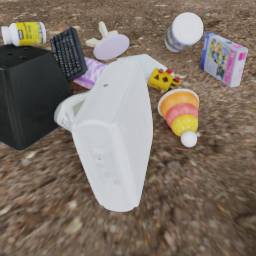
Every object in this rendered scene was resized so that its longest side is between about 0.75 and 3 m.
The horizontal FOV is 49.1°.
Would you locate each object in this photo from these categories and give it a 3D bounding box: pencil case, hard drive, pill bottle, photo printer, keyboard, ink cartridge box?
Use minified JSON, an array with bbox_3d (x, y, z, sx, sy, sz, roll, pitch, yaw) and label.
[{"bbox_3d":[-1.498,-1.857,9.434,2.367,0.993,1.012,21,36,27],"label":"pencil case"},{"bbox_3d":[0.614,-2.277,10.670,1.360,0.275,2.062,-14,37,-21],"label":"hard drive"},{"bbox_3d":[-2.688,-2.420,7.243,1.000,0.562,0.562,-14,37,-26],"label":"pill bottle"},{"bbox_3d":[-0.107,-0.017,5.673,0.903,2.164,2.601,-2,36,15],"label":"photo printer"},{"bbox_3d":[-2.164,-2.288,9.102,1.450,0.310,2.414,-29,52,12],"label":"keyboard"},{"bbox_3d":[2.192,-3.810,11.490,1.193,1.193,2.096,-2,4,-3],"label":"pill bottle"},{"bbox_3d":[3.273,-2.540,10.127,0.468,1.331,2.230,-12,37,-16],"label":"ink cartridge box"}]

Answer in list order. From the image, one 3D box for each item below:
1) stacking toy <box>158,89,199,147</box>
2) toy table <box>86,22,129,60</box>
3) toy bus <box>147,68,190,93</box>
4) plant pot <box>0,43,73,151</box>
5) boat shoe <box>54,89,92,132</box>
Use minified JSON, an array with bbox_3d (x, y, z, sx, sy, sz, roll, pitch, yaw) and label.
[{"bbox_3d":[1.389,-0.159,7.099,1.106,1.106,1.513,-2,47,-3],"label":"stacking toy"},{"bbox_3d":[-0.877,-3.569,11.731,1.599,1.469,0.936,-20,56,-30],"label":"toy table"},{"bbox_3d":[1.199,-1.443,9.095,1.193,1.126,0.617,20,83,42],"label":"toy bus"},{"bbox_3d":[-2.905,-1.047,7.448,2.194,1.946,2.189,19,39,27],"label":"plant pot"},{"bbox_3d":[-0.742,-0.646,7.702,0.863,0.991,2.690,38,44,20],"label":"boat shoe"}]
